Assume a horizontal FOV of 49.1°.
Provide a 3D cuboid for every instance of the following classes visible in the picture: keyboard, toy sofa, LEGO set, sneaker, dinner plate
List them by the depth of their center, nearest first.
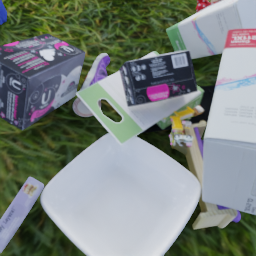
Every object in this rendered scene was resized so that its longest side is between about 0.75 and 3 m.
[{"bbox_3d":[1.821,1.033,6.435,1.128,0.958,2.312,-7,57,-3],"label":"toy sofa"},{"bbox_3d":[1.317,-0.026,6.696,0.685,0.555,1.490,16,38,16],"label":"LEGO set"},{"bbox_3d":[1.379,-0.689,7.949,2.861,0.367,1.718,-7,58,-6],"label":"keyboard"},{"bbox_3d":[-1.179,-0.628,8.056,0.802,0.097,0.802,0,58,0],"label":"dinner plate"},{"bbox_3d":[-0.865,-1.468,8.395,0.763,0.737,1.828,27,55,-14],"label":"sneaker"}]

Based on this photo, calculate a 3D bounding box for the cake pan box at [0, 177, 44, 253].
[{"bbox_3d":[-2.177,1.668,5.523,0.372,1.311,1.424,32,73,-6],"label":"cake pan box"}]

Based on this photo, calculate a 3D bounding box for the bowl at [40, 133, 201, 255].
[{"bbox_3d":[-0.098,1.558,5.919,2.640,0.985,2.636,32,57,25],"label":"bowl"}]

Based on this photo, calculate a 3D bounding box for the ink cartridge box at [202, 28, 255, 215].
[{"bbox_3d":[2.247,-0.180,5.344,1.201,2.113,2.900,9,52,21],"label":"ink cartridge box"}]

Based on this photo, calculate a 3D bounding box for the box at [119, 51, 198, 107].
[{"bbox_3d":[0.671,-1.132,6.561,1.527,0.876,1.009,-13,93,-12],"label":"box"}]

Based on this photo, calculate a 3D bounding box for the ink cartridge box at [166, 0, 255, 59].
[{"bbox_3d":[2.799,-2.989,8.061,2.021,2.781,1.217,-33,107,-20],"label":"ink cartridge box"}]

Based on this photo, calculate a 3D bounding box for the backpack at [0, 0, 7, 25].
[{"bbox_3d":[-4.992,-4.110,9.943,1.018,0.827,0.854,-2,59,-2],"label":"backpack"}]

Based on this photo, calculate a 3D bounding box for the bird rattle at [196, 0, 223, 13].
[{"bbox_3d":[3.367,-4.061,9.481,2.139,1.744,1.205,39,44,14],"label":"bird rattle"}]

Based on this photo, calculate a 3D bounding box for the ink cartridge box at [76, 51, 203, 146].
[{"bbox_3d":[0.320,-0.767,7.396,2.726,0.654,1.984,-33,64,-19],"label":"ink cartridge box"}]

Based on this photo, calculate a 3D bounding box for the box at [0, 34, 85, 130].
[{"bbox_3d":[-2.318,-1.250,7.122,1.321,1.522,2.303,29,35,11],"label":"box"}]
